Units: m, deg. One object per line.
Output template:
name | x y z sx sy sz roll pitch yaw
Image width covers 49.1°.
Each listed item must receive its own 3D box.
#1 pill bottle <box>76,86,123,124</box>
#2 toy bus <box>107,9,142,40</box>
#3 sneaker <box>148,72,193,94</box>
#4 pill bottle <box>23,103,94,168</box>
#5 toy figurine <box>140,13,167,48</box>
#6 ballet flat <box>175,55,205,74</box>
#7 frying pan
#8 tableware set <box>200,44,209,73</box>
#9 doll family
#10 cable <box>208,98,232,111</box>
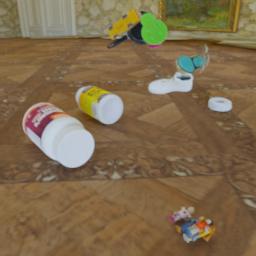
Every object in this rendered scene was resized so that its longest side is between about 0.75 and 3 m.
pill bottle | -1.362 -1.093 12.288 1.278 1.278 2.340 -17 29 -34
toy bus | -0.144 -4.015 10.914 1.409 0.459 0.552 -28 7 34
sneaker | 1.541 -1.696 10.222 1.622 0.598 0.937 -5 -18 4
pill bottle | -2.306 0.190 9.157 1.457 1.457 2.660 -17 29 -34
toy figurine | 0.733 -2.844 8.540 0.751 1.000 0.920 -29 -6 2
ballet flat | 1.967 -2.052 9.248 0.638 0.638 1.805 19 29 37
frying pan | 0.291 -3.930 12.085 1.383 2.286 0.372 37 5 -17
tableware set | 2.362 -2.155 8.713 0.095 0.681 0.816 5 63 -1
doll family | 1.445 2.139 6.095 0.719 0.522 1.159 -15 9 -15
cable | 4.417 -1.131 13.478 1.100 0.381 1.100 22 32 40
